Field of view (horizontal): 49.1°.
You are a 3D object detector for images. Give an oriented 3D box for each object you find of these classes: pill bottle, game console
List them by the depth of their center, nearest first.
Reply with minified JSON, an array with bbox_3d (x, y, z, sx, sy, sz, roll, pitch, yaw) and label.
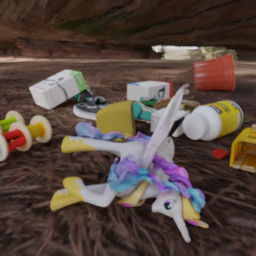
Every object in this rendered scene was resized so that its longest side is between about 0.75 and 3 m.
[{"bbox_3d":[0.713,0.132,7.885,1.309,0.866,1.489,11,18,32],"label":"game console"},{"bbox_3d":[2.627,-0.213,8.747,1.917,1.074,1.074,-14,22,-37],"label":"pill bottle"}]

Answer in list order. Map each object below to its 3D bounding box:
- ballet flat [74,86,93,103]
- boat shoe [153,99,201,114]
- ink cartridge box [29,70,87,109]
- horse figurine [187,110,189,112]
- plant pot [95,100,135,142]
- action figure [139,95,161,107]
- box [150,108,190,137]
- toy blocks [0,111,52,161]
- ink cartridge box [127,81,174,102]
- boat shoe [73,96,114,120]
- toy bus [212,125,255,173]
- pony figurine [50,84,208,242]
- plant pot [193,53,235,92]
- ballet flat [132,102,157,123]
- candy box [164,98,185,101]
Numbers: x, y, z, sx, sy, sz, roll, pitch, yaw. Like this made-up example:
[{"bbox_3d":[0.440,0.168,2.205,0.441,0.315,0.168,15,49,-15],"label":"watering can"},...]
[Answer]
[{"bbox_3d":[-2.367,-1.801,14.514,0.869,0.864,2.541,3,25,-22],"label":"ballet flat"},{"bbox_3d":[1.992,-0.731,11.020,1.988,0.752,0.734,-3,20,-6],"label":"boat shoe"},{"bbox_3d":[-3.304,-1.866,13.244,2.146,0.902,1.561,-35,34,-28],"label":"ink cartridge box"},{"bbox_3d":[2.073,-0.331,9.941,1.399,0.349,0.927,15,-21,43],"label":"horse figurine"},{"bbox_3d":[-0.402,-0.205,8.802,1.129,1.103,1.096,-3,17,5],"label":"plant pot"},{"bbox_3d":[1.263,-1.172,12.658,1.840,0.503,1.087,14,0,35],"label":"action figure"},{"bbox_3d":[1.421,-0.208,9.423,0.996,0.654,1.001,12,21,34],"label":"box"},{"bbox_3d":[-3.594,0.252,7.620,1.943,0.846,2.331,9,19,26],"label":"toy blocks"},{"bbox_3d":[1.286,-1.939,14.707,1.454,0.842,2.503,15,22,39],"label":"ink cartridge box"},{"bbox_3d":[-1.198,-0.804,10.942,0.948,0.896,2.643,-16,23,-42],"label":"boat shoe"},{"bbox_3d":[3.154,0.422,6.906,1.719,0.941,1.822,-4,18,-12],"label":"toy bus"},{"bbox_3d":[0.165,0.610,5.192,2.655,2.211,2.563,7,50,12],"label":"pony figurine"},{"bbox_3d":[5.140,-3.226,17.020,2.220,2.282,2.282,-5,16,12],"label":"plant pot"},{"bbox_3d":[0.665,-0.489,10.668,0.601,0.711,1.881,25,5,-36],"label":"ballet flat"},{"bbox_3d":[2.266,-1.146,12.863,1.108,0.313,0.646,11,13,27],"label":"candy box"}]
